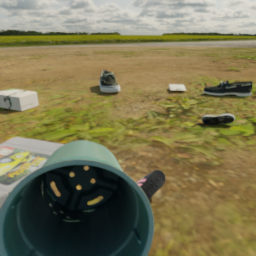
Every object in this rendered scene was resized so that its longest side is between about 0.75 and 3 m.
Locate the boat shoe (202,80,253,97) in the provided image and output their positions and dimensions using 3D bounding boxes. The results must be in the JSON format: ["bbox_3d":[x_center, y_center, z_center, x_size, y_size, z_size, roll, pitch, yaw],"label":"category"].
[{"bbox_3d":[5.023,-2.051,14.189,2.424,0.731,0.916,0,20,1],"label":"boat shoe"}]

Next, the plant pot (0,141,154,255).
[{"bbox_3d":[-0.728,1.109,4.359,1.926,1.926,1.886,-2,13,-6],"label":"plant pot"}]

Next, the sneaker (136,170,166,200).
[{"bbox_3d":[0.200,1.352,5.636,1.297,0.455,0.532,-29,-11,-30],"label":"sneaker"}]

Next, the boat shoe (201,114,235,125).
[{"bbox_3d":[3.194,-0.254,9.937,1.133,0.389,0.321,-2,25,14],"label":"boat shoe"}]

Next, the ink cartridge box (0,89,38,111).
[{"bbox_3d":[-4.830,-1.231,12.128,1.499,0.632,1.095,9,22,23],"label":"ink cartridge box"}]

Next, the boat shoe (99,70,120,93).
[{"bbox_3d":[-1.143,-2.583,15.263,0.997,0.981,2.766,-7,21,-18],"label":"boat shoe"}]

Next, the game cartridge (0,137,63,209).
[{"bbox_3d":[-2.646,0.989,6.201,1.865,0.573,2.801,11,25,19],"label":"game cartridge"}]

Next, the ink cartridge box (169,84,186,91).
[{"bbox_3d":[2.646,-2.083,15.086,0.833,0.258,1.028,2,28,3],"label":"ink cartridge box"}]
